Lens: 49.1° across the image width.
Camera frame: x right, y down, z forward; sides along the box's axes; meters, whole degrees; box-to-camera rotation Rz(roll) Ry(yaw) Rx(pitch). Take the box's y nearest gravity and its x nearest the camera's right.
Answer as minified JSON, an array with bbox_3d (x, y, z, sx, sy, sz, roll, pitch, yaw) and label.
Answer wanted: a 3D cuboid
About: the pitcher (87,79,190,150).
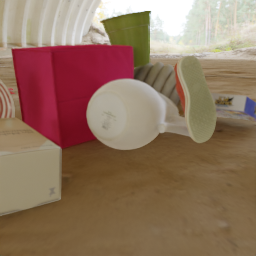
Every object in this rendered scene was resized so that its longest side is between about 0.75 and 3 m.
[{"bbox_3d":[0.513,-0.246,7.052,2.380,1.681,2.774,21,14,27],"label":"pitcher"}]

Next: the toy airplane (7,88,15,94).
[{"bbox_3d":[-6.324,-1.886,14.348,1.300,0.239,1.300,3,13,-1],"label":"toy airplane"}]

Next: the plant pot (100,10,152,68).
[{"bbox_3d":[0.068,-2.651,8.624,1.596,1.515,1.596,-10,18,3],"label":"plant pot"}]

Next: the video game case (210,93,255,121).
[{"bbox_3d":[2.937,-0.641,8.560,1.873,0.470,2.066,12,1,39],"label":"video game case"}]

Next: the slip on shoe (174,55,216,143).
[{"bbox_3d":[1.570,-0.668,6.711,0.774,2.088,0.639,-18,9,-8],"label":"slip on shoe"}]

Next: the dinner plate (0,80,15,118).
[{"bbox_3d":[-3.840,-0.538,6.403,2.356,2.356,0.286,-4,33,-12],"label":"dinner plate"}]

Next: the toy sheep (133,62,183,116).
[{"bbox_3d":[1.000,-1.382,9.781,2.931,2.021,2.021,23,21,8],"label":"toy sheep"}]

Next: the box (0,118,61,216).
[{"bbox_3d":[-2.224,0.532,5.124,1.164,0.953,2.451,-6,17,-38],"label":"box"}]

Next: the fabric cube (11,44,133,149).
[{"bbox_3d":[-1.534,-1.090,8.048,2.469,2.477,2.430,-17,25,-39],"label":"fabric cube"}]
